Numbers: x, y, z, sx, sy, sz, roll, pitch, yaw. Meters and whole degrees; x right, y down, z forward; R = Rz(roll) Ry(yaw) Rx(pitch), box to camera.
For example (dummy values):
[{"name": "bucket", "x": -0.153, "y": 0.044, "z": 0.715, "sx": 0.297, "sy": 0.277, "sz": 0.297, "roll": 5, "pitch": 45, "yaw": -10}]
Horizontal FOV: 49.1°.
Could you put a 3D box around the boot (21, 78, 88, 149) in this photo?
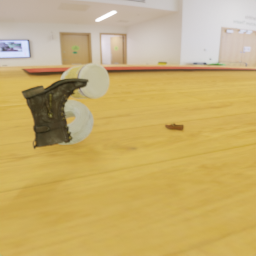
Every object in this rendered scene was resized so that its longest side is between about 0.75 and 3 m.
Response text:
[{"name": "boot", "x": -1.895, "y": -0.425, "z": 7.886, "sx": 2.007, "sy": 1.748, "sz": 0.695, "roll": -19, "pitch": 15, "yaw": -17}]

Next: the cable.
[{"name": "cable", "x": -2.164, "y": -0.228, "z": 10.139, "sx": 1.798, "sy": 0.623, "sz": 1.798, "roll": 3, "pitch": 51, "yaw": 13}]

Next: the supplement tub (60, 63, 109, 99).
[{"name": "supplement tub", "x": -1.670, "y": -1.716, "z": 10.515, "sx": 1.262, "sy": 1.262, "sz": 1.735, "roll": -14, "pitch": 14, "yaw": -38}]

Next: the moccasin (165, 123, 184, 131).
[{"name": "moccasin", "x": 1.924, "y": -0.077, "z": 11.676, "sx": 0.777, "sy": 0.300, "sz": 0.284, "roll": 7, "pitch": 18, "yaw": 23}]
